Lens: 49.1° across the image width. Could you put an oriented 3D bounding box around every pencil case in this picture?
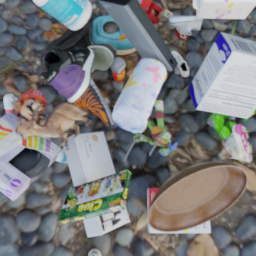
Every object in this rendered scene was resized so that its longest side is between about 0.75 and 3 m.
[{"bbox_3d":[0.400,-0.976,8.174,1.067,0.978,2.352,40,52,-23],"label":"pencil case"}]

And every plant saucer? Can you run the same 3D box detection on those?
[{"bbox_3d":[1.825,1.853,7.706,2.942,2.942,0.538,-20,45,-6],"label":"plant saucer"}]

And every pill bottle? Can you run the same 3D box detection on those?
[{"bbox_3d":[-2.229,-4.113,8.899,1.129,2.038,1.129,-19,60,36],"label":"pill bottle"}]

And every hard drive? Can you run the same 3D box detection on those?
[{"bbox_3d":[0.347,-3.041,8.881,0.438,2.661,1.857,-47,40,-1],"label":"hard drive"}]

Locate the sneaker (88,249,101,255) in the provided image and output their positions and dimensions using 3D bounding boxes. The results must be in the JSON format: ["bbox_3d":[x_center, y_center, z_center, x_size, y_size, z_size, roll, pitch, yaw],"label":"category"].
[{"bbox_3d":[-1.163,4.985,9.638,0.547,0.664,1.444,-10,75,-2],"label":"sneaker"}]

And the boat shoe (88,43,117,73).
[{"bbox_3d":[-1.175,-2.775,10.842,0.868,2.883,1.028,-47,112,-22],"label":"boat shoe"}]

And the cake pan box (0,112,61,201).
[{"bbox_3d":[-2.933,0.668,7.119,1.887,0.494,1.738,36,45,4],"label":"cake pan box"}]

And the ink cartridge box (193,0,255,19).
[{"bbox_3d":[2.914,-4.201,8.741,1.833,1.148,1.178,3,87,4],"label":"ink cartridge box"}]

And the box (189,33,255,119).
[{"bbox_3d":[3.310,-1.538,8.735,2.017,2.193,1.151,9,44,-16],"label":"box"}]

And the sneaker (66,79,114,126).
[{"bbox_3d":[-1.600,-0.858,11.265,1.371,0.949,2.447,-30,66,-4],"label":"sneaker"}]

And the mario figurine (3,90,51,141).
[{"bbox_3d":[-3.272,-0.147,9.040,1.385,1.613,2.613,3,62,13],"label":"mario figurine"}]

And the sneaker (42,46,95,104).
[{"bbox_3d":[-1.824,-2.051,8.478,1.292,2.950,1.117,37,114,-28],"label":"sneaker"}]

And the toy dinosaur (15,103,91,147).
[{"bbox_3d":[-1.868,-0.245,7.456,1.314,0.832,1.939,48,54,-1],"label":"toy dinosaur"}]

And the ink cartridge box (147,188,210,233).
[{"bbox_3d":[1.779,2.953,10.097,2.131,0.882,1.553,0,74,0],"label":"ink cartridge box"}]

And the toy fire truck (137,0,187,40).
[{"bbox_3d":[1.140,-3.974,9.878,1.634,2.317,0.565,32,100,30],"label":"toy fire truck"}]

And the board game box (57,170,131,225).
[{"bbox_3d":[-0.849,1.741,6.969,1.993,0.234,1.044,-23,36,27],"label":"board game box"}]

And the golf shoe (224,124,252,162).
[{"bbox_3d":[3.024,0.479,7.864,0.736,1.609,0.606,-2,53,31],"label":"golf shoe"}]

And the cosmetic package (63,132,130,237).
[{"bbox_3d":[-0.970,1.625,8.545,0.746,1.216,2.945,-27,76,39],"label":"cosmetic package"}]

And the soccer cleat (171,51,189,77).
[{"bbox_3d":[2.213,-2.772,11.898,0.455,0.565,1.327,-23,76,-6],"label":"soccer cleat"}]

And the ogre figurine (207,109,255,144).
[{"bbox_3d":[4.008,-0.536,10.984,1.547,1.266,2.580,31,91,-10],"label":"ogre figurine"}]

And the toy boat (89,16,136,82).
[{"bbox_3d":[-0.394,-3.466,11.666,2.513,1.389,2.990,-1,74,-1],"label":"toy boat"}]

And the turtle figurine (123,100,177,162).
[{"bbox_3d":[0.738,0.083,9.362,1.902,1.369,1.844,-9,82,-14],"label":"turtle figurine"}]

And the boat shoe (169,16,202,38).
[{"bbox_3d":[1.960,-3.427,9.548,0.625,0.721,1.692,18,28,37],"label":"boat shoe"}]

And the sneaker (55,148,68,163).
[{"bbox_3d":[-1.767,1.045,9.121,0.889,1.362,0.542,38,98,7],"label":"sneaker"}]

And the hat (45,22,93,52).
[{"bbox_3d":[-2.233,-3.466,11.682,2.423,0.977,2.423,-22,37,18],"label":"hat"}]
